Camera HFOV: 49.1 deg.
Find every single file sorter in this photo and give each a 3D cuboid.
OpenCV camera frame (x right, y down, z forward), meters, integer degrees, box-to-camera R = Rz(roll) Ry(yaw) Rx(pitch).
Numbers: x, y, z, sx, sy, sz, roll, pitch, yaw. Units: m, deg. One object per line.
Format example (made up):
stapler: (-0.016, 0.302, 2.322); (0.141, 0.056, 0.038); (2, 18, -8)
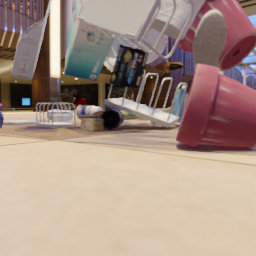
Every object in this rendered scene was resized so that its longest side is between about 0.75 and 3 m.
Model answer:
file sorter: (-2.508, -0.462, 9.663); (0.912, 0.818, 1.314); (-4, 6, -41)
file sorter: (0.620, -1.060, 8.719); (2.123, 1.322, 1.473); (21, 16, 17)
file sorter: (0.127, -2.130, 5.147); (1.705, 1.183, 1.062); (33, 8, 38)

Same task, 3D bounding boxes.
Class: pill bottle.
pill bottle: (-1.230, -2.961, 10.869); (1.578, 0.913, 0.913); (-6, 2, 16)
pill bottle: (-0.459, -0.280, 8.504); (0.609, 0.609, 1.088); (0, 4, 6)
pill bottle: (-2.087, -0.827, 15.146); (1.300, 0.752, 0.752); (3, 5, 24)

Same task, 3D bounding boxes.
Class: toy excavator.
toy excavator: (1.999, -0.666, 10.452); (2.859, 1.469, 2.941); (1, -9, -15)

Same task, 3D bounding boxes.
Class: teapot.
teapot: (0.275, -2.920, 9.731); (2.175, 1.609, 2.203); (-5, -38, 28)

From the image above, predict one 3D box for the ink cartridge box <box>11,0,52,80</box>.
ink cartridge box: (-2.879, -2.991, 8.549); (0.764, 2.679, 2.178); (10, 18, -19)

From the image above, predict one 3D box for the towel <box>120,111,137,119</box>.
towel: (-0.293, -0.745, 16.094); (1.878, 0.462, 2.531); (3, 4, 23)

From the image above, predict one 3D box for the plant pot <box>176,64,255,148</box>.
plant pot: (1.509, -0.247, 4.510); (1.188, 1.328, 1.328); (16, 7, 9)

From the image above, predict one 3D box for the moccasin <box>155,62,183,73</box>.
moccasin: (1.401, -2.088, 9.680); (0.960, 0.351, 0.371); (2, 17, 5)

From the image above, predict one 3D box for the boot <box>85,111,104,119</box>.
boot: (-1.391, -0.490, 12.055); (1.424, 0.515, 1.184); (8, 7, 41)

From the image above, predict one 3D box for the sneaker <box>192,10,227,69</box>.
sneaker: (1.996, -2.024, 7.135); (0.781, 2.045, 0.823); (2, 46, 8)

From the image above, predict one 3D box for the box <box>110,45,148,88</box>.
box: (0.032, -1.600, 7.383); (0.825, 1.037, 0.239); (2, 26, -36)

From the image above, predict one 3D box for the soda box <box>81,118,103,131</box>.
soda box: (-1.042, -0.105, 8.008); (0.315, 0.334, 0.985); (-2, 4, -28)

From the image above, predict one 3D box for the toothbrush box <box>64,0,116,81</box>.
toothbrush box: (-1.089, -2.919, 8.225); (1.074, 1.844, 2.519); (9, -30, -21)

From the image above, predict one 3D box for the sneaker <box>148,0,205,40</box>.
sneaker: (0.675, -3.081, 6.498); (2.269, 1.311, 0.836); (34, 0, 19)

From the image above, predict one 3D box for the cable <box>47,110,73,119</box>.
cable: (-3.769, -0.728, 15.534); (1.416, 0.490, 1.416); (1, 4, 16)

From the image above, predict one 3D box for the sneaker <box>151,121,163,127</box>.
sneaker: (1.108, -0.210, 9.564); (0.422, 0.436, 1.193); (18, 14, 15)

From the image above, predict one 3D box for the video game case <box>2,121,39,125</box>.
video game case: (-4.240, -0.212, 10.945); (0.992, 0.125, 1.090); (2, 5, 26)

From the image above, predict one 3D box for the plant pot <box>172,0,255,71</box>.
plant pot: (2.609, -2.810, 8.187); (2.153, 1.927, 2.153); (-28, -25, -14)

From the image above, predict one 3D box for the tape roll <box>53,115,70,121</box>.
tape roll: (-3.237, -0.484, 13.526); (0.847, 0.296, 0.847); (0, 4, 0)

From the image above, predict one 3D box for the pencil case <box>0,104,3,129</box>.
pencil case: (-3.376, -0.194, 5.667); (0.750, 0.814, 1.762); (30, 9, 10)

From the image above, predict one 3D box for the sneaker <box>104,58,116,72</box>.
sneaker: (-0.547, -3.205, 12.089); (1.120, 2.781, 1.063); (-40, -40, 17)
